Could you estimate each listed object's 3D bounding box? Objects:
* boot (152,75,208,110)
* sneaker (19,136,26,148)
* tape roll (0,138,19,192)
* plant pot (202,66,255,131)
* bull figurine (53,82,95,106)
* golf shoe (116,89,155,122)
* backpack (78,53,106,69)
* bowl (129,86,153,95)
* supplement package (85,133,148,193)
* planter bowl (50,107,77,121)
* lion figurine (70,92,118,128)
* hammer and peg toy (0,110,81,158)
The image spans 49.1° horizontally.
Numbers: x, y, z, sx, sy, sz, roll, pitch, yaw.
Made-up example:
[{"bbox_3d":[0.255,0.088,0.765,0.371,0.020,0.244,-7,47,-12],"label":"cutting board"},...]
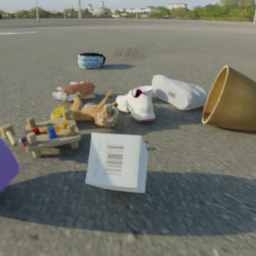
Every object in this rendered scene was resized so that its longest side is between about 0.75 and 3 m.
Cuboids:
[{"bbox_3d":[2.371,-1.630,12.835,1.404,1.080,2.938,-6,33,-29],"label":"boot"},{"bbox_3d":[-3.012,0.423,9.065,0.945,0.374,0.451,-14,35,-13],"label":"sneaker"},{"bbox_3d":[-3.705,0.477,5.894,2.661,2.661,1.131,16,51,31],"label":"tape roll"},{"bbox_3d":[4.139,-0.798,9.932,2.320,2.162,2.162,19,27,3],"label":"plant pot"},{"bbox_3d":[-2.585,-1.619,12.834,1.380,0.740,2.273,17,29,41],"label":"bull figurine"},{"bbox_3d":[0.276,-1.095,11.271,0.951,1.155,2.524,-11,24,-27],"label":"golf shoe"},{"bbox_3d":[-2.595,-4.575,18.921,1.359,1.281,1.666,28,17,35],"label":"backpack"},{"bbox_3d":[0.644,-1.529,12.878,1.130,0.508,1.130,-10,19,4],"label":"bowl"},{"bbox_3d":[-0.161,0.841,6.224,1.051,1.047,1.792,3,-16,9],"label":"supplement package"},{"bbox_3d":[-2.481,-0.448,10.300,1.088,0.453,1.088,-13,40,11],"label":"planter bowl"},{"bbox_3d":[-1.404,-0.629,10.783,2.646,0.959,1.620,-2,42,32],"label":"lion figurine"},{"bbox_3d":[-2.718,0.251,8.766,2.287,0.806,1.682,-14,30,-15],"label":"hammer and peg toy"}]
